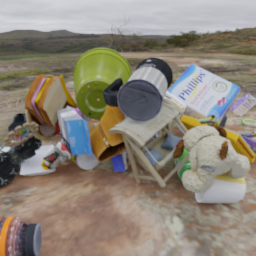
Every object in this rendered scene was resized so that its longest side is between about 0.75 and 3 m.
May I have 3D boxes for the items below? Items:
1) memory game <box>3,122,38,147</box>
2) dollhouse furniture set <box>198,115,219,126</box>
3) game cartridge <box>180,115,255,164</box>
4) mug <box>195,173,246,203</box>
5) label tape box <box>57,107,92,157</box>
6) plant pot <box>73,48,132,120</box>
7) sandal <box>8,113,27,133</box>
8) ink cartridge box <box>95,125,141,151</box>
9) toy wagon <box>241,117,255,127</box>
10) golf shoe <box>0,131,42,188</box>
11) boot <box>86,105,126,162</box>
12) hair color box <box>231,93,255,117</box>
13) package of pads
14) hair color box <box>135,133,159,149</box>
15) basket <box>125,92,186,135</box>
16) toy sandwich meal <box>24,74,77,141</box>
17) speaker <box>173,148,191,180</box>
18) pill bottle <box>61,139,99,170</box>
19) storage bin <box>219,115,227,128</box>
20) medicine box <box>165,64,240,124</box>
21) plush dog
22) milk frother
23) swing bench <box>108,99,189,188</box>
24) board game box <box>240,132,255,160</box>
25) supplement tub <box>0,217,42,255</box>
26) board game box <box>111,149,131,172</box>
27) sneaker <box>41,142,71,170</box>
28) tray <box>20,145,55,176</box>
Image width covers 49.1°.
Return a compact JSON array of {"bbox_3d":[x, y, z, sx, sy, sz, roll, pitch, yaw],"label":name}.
[{"bbox_3d":[-2.937,0.196,7.721,1.048,1.048,0.067,-25,71,-47],"label":"memory game"},{"bbox_3d":[2.508,-0.289,8.637,0.495,0.383,0.991,-4,-11,28],"label":"dollhouse furniture set"},{"bbox_3d":[3.387,0.417,10.789,2.527,0.410,2.227,23,-9,45],"label":"game cartridge"},{"bbox_3d":[2.765,1.572,8.233,1.234,1.503,1.204,10,28,0],"label":"mug"},{"bbox_3d":[-1.813,0.176,9.312,0.559,1.275,1.768,-16,26,-22],"label":"label tape box"},{"bbox_3d":[-1.160,-1.655,11.628,2.669,2.669,2.570,0,30,0],"label":"plant pot"},{"bbox_3d":[-5.586,-0.379,14.494,0.884,0.498,2.326,-4,21,-10],"label":"sandal"},{"bbox_3d":[-0.557,0.441,11.902,1.369,0.803,1.869,-18,31,-40],"label":"ink cartridge box"},{"bbox_3d":[6.393,-0.310,14.733,0.830,0.212,1.070,5,21,13],"label":"toy wagon"},{"bbox_3d":[-4.342,1.196,9.739,1.364,1.122,2.887,-12,22,37],"label":"golf shoe"},{"bbox_3d":[-0.303,-0.124,9.602,2.632,0.926,1.884,-42,44,1],"label":"boot"},{"bbox_3d":[4.549,-0.889,10.988,0.468,0.856,0.277,28,36,-20],"label":"hair color box"},{"bbox_3d":[-2.964,-0.504,13.350,2.571,1.549,0.973,9,22,22],"label":"package of pads"},{"bbox_3d":[0.399,0.217,10.260,1.478,0.739,0.447,33,33,-33],"label":"hair color box"},{"bbox_3d":[1.035,-0.574,11.395,1.770,1.786,1.437,39,36,15],"label":"basket"},{"bbox_3d":[-2.705,-0.754,10.166,0.916,2.675,2.675,7,22,19],"label":"toy sandwich meal"},{"bbox_3d":[2.048,1.246,9.887,0.803,0.803,1.816,1,21,2],"label":"speaker"},{"bbox_3d":[-1.868,0.812,10.701,1.003,1.003,1.802,-14,25,-33],"label":"pill bottle"},{"bbox_3d":[4.030,-0.677,14.070,1.404,1.521,2.090,9,25,-3],"label":"storage bin"},{"bbox_3d":[3.222,-1.256,12.491,2.502,1.288,2.279,32,64,19],"label":"medicine box"},{"bbox_3d":[2.181,0.590,7.776,1.984,1.592,1.704,-20,38,-8],"label":"plush dog"},{"bbox_3d":[0.536,-0.778,9.120,2.058,2.280,2.145,-20,22,28],"label":"milk frother"},{"bbox_3d":[0.900,0.377,9.096,2.160,2.172,1.409,-38,19,-33],"label":"swing bench"},{"bbox_3d":[5.550,0.758,11.480,1.581,0.542,1.912,-6,22,-20],"label":"board game box"},{"bbox_3d":[-2.981,2.515,6.167,1.990,1.064,1.064,-2,21,-4],"label":"supplement tub"},{"bbox_3d":[-0.210,1.068,10.268,0.454,0.748,0.938,-4,20,22],"label":"board game box"},{"bbox_3d":[-2.433,1.031,9.365,0.691,0.654,1.681,-35,-6,-40],"label":"sneaker"},{"bbox_3d":[-3.390,1.242,10.623,1.188,0.245,2.212,-6,22,-14],"label":"tray"}]
